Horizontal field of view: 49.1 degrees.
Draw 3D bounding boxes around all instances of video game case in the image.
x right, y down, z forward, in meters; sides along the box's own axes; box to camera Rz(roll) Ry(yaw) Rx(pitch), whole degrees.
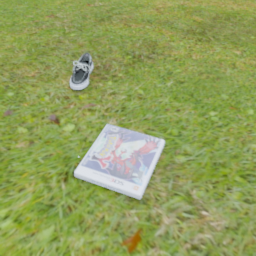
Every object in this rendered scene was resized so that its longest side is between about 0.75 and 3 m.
[{"bbox_3d":[-0.243,1.141,10.761,2.600,0.328,2.853,16,45,16],"label":"video game case"}]

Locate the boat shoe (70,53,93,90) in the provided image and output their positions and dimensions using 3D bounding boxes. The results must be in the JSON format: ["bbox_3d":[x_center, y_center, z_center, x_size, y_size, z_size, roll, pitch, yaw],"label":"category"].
[{"bbox_3d":[-2.437,-3.070,14.864,1.008,0.932,2.729,9,43,9],"label":"boat shoe"}]
